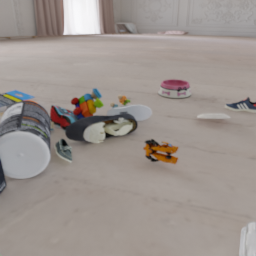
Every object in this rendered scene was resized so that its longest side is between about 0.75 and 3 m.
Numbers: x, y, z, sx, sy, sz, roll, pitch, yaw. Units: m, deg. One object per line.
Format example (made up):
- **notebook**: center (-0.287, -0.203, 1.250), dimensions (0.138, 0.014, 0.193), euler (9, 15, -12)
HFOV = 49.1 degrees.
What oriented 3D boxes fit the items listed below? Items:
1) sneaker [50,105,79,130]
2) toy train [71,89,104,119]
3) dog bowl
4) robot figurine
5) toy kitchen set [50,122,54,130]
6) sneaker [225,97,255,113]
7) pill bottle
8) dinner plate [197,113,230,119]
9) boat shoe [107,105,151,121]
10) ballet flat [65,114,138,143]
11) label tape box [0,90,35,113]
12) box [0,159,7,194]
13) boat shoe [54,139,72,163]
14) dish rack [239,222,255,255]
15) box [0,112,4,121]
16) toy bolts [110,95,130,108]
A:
- **sneaker**: center (-2.544, -0.390, 11.519), dimensions (0.898, 0.745, 1.880), euler (-5, 28, -43)
- **toy train**: center (-1.452, -0.673, 10.970), dimensions (1.198, 0.877, 2.071), euler (-36, 41, 10)
- **dog bowl**: center (2.562, -2.169, 15.364), dimensions (1.811, 0.668, 1.811), euler (1, 24, 0)
- **robot figurine**: center (0.974, 0.722, 8.528), dimensions (1.088, 0.789, 0.317), euler (13, 30, 29)
- **toy kitchen set**: center (-3.330, 0.051, 10.754), dimensions (0.726, 0.534, 0.906), euler (3, 4, 7)
- **sneaker**: center (5.336, -1.133, 13.055), dimensions (1.520, 0.642, 0.570), euler (6, 25, 14)
- **pill bottle**: center (-3.248, 0.123, 8.844), dimensions (1.577, 1.577, 2.969), euler (-5, 28, -12)
- **dinner plate**: center (3.583, -0.508, 11.760), dimensions (1.349, 0.163, 1.349), euler (0, 8, 0)
- **boat shoe**: center (0.067, -0.661, 11.952), dimensions (1.907, 0.684, 0.646), euler (-5, 15, 12)
- **ballet flat**: center (-0.834, 0.029, 10.119), dimensions (2.766, 1.011, 1.011), euler (-11, 26, -29)
- **label tape box**: center (-5.597, -0.847, 12.183), dimensions (1.845, 0.810, 2.559), euler (20, 31, 38)
- **box**: center (-3.881, 1.134, 6.572), dimensions (1.093, 1.734, 1.763), euler (1, 24, 3)
- **boat shoe**: center (-2.044, 0.702, 9.000), dimensions (0.467, 0.396, 1.283), euler (35, 0, -32)
- **dish rack**: center (3.083, 2.433, 5.365), dimensions (1.729, 0.376, 1.484), euler (9, 26, 22)
- **box**: center (-4.546, -0.425, 11.507), dimensions (0.718, 0.588, 1.512), euler (16, 28, 32)
- **toy bolts**: center (-0.433, -1.158, 12.664), dimensions (0.589, 0.849, 0.811), euler (40, 9, -23)
